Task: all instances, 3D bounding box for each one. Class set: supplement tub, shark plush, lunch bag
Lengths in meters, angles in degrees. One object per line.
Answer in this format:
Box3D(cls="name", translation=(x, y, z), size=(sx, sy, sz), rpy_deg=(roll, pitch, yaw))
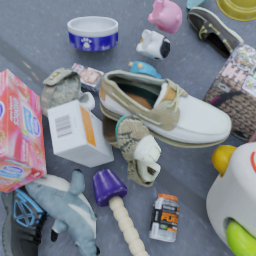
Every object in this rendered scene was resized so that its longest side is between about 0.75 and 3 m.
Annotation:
Box3D(cls="supplement tub", translation=(0.784, 1.922, 6.020), size=(0.563, 0.563, 0.919), rpy_deg=(9, 72, 3))
Box3D(cls="shark plush", translation=(-1.226, 1.968, 5.673), size=(0.965, 1.052, 2.317), rpy_deg=(-15, 76, -42))
Box3D(cls="lunch bag", translation=(-1.599, -0.833, 6.540), size=(0.704, 0.981, 1.197), rpy_deg=(14, 95, -33))

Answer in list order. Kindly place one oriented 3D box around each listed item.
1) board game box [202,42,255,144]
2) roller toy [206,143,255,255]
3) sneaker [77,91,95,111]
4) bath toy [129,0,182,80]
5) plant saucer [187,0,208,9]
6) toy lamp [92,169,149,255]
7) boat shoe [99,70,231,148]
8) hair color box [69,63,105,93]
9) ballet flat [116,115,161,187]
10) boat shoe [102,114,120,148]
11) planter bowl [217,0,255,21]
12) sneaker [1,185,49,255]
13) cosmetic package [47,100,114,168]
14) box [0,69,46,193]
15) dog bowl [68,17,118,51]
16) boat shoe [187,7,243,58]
Box3D(cls="board game box", translation=(2.920, -0.510, 6.265), size=(2.217, 1.768, 1.074), rpy_deg=(33, 73, 11))
Box3D(cls="roller toy", translation=(2.722, 1.344, 5.284), size=(2.102, 1.610, 2.304), rpy_deg=(9, 35, -11))
Box3D(cls="sneaker", translation=(-1.021, -0.591, 6.806), size=(0.412, 0.525, 1.057), rpy_deg=(-43, 35, -10))
Box3D(cls="bath toy", translation=(0.941, -2.495, 6.758), size=(1.014, 1.193, 2.745), rpy_deg=(15, 107, -28))
Box3D(cls="plant saucer", translation=(2.138, -3.818, 8.006), size=(0.145, 1.057, 1.057), rpy_deg=(35, 69, -27))
Box3D(cls="toy lamp", translation=(-0.034, 2.047, 5.732), size=(0.767, 0.767, 2.634), rpy_deg=(-24, 60, -8))
Box3D(cls="boat shoe", translation=(0.693, -0.381, 5.437), size=(2.698, 0.923, 1.008), rpy_deg=(14, 58, 9))
Box3D(cls="hair color box", translation=(-1.092, -1.298, 7.224), size=(0.980, 0.297, 0.490), rpy_deg=(22, 72, 23))
Box3D(cls="ballet flat", translation=(0.308, 0.569, 5.549), size=(0.795, 2.112, 0.716), rpy_deg=(35, 65, 28))
Box3D(cls="boat shoe", translation=(-0.202, -0.377, 6.785), size=(0.764, 0.812, 2.133), rpy_deg=(-18, 48, 25))
Box3D(cls="planter bowl", translation=(3.392, -3.906, 8.136), size=(1.474, 0.614, 1.474), rpy_deg=(0, 70, 1))
Box3D(cls="sneaker", translation=(-2.038, 1.939, 5.716), size=(0.865, 0.774, 2.113), rpy_deg=(-17, 56, -9))
Box3D(cls="cosmetic package", translation=(-0.922, 0.212, 5.914), size=(0.648, 1.818, 0.922), rpy_deg=(-17, 72, 8))
Box3D(cls="box", translation=(-2.488, 0.048, 5.748), size=(1.029, 1.116, 2.174), rpy_deg=(-25, 54, 11))
Box3D(cls="dog bowl", translation=(-0.906, -2.490, 7.350), size=(1.295, 0.510, 1.295), rpy_deg=(1, 37, 0))
Box3D(cls="boat shoe", translation=(2.281, -2.603, 7.636), size=(1.782, 0.635, 0.536), rpy_deg=(41, 74, 10))
